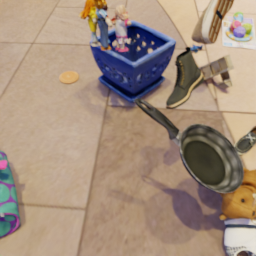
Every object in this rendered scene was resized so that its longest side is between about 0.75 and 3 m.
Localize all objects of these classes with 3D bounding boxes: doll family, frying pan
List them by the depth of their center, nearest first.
[{"bbox_3d":[1.315,0.513,6.069,2.815,0.458,1.703,17,51,-17],"label":"frying pan"},{"bbox_3d":[-0.867,-3.345,8.889,1.132,1.559,2.512,-15,30,-20],"label":"doll family"}]

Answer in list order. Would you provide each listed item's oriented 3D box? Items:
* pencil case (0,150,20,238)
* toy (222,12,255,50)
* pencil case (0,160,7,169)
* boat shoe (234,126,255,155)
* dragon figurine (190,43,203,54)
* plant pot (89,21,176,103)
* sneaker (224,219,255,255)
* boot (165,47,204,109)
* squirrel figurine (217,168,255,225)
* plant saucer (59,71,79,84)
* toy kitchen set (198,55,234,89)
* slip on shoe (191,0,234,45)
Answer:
[{"bbox_3d":[-3.826,1.768,7.925,1.145,1.054,2.477,7,37,-39],"label":"pencil case"},{"bbox_3d":[5.819,-5.229,14.579,1.692,0.694,2.938,8,48,8],"label":"toy"},{"bbox_3d":[-4.731,1.357,7.539,2.818,1.245,1.245,-31,47,15],"label":"pencil case"},{"bbox_3d":[4.160,0.371,9.613,1.479,0.500,0.531,-33,57,-25],"label":"boat shoe"},{"bbox_3d":[3.231,-3.801,13.538,0.504,0.298,1.013,32,54,26],"label":"dragon figurine"},{"bbox_3d":[0.171,-2.527,11.119,2.398,2.156,2.398,36,56,28],"label":"plant pot"},{"bbox_3d":[3.682,2.943,7.134,2.429,0.928,0.978,4,63,6],"label":"sneaker"},{"bbox_3d":[1.268,-1.249,7.073,0.555,0.992,1.434,9,49,47],"label":"boot"},{"bbox_3d":[3.044,1.770,7.549,1.927,1.461,2.064,-11,25,-30],"label":"squirrel figurine"},{"bbox_3d":[-2.584,-2.219,12.209,0.843,0.136,0.843,1,47,-1],"label":"plant saucer"},{"bbox_3d":[3.351,-2.024,11.377,1.359,1.506,1.229,-20,92,-18],"label":"toy kitchen set"},{"bbox_3d":[3.063,-4.166,10.057,0.784,0.984,2.588,14,81,47],"label":"slip on shoe"}]
